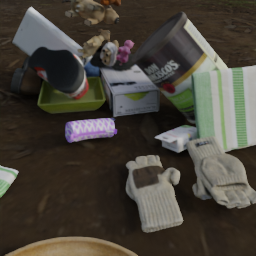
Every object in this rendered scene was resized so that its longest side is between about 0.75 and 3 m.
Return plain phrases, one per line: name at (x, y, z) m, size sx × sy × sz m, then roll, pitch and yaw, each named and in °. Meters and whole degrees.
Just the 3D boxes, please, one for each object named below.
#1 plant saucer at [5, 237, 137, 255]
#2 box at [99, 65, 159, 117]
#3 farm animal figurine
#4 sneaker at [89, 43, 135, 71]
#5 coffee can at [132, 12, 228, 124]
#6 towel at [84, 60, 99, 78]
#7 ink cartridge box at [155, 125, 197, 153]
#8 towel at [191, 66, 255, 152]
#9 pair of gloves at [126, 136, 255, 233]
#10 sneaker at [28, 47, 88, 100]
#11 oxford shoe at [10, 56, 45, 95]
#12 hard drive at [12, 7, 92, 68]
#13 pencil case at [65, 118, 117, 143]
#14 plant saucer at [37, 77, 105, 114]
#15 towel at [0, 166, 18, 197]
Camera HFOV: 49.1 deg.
plant saucer at (-0.753, 2.504, 2.815) m, size 2.961 × 0.524 × 2.961 m, roll 0°, pitch 31°, yaw 0°
box at (-0.047, -1.303, 8.903) m, size 1.422 × 0.733 × 2.438 m, roll -7°, pitch 32°, yaw -11°
farm animal figurine at (-0.755, -2.924, 8.295) m, size 1.762 × 2.182 × 1.097 m, roll -6°, pitch 23°, yaw 24°
sneaker at (-0.488, -2.359, 9.138) m, size 1.720 × 0.781 × 0.653 m, roll 6°, pitch 42°, yaw 11°
coffee can at (1.477, -1.484, 7.187) m, size 1.683 × 2.300 × 1.683 m, roll -41°, pitch 19°, yaw 17°
towel at (-1.313, -2.426, 10.911) m, size 1.362 × 0.592 × 2.439 m, roll 21°, pitch 36°, yaw 30°
ink cartridge box at (1.192, 0.269, 6.584) m, size 1.006 × 0.338 × 0.589 m, roll -19°, pitch 20°, yaw -28°
towel at (2.661, -0.444, 6.398) m, size 2.463 × 1.879 × 0.288 m, roll -9°, pitch 11°, yaw -11°
pair of gloves at (1.043, 0.984, 5.225) m, size 2.168 × 0.380 × 1.844 m, roll -16°, pitch 32°, yaw -7°
sneaker at (-1.556, -1.351, 7.773) m, size 2.969 × 1.591 × 0.991 m, roll 31°, pitch 87°, yaw 47°
oxford shoe at (-3.163, -1.749, 9.676) m, size 1.119 × 0.963 × 2.651 m, roll 12°, pitch 30°, yaw -14°
hard drive at (-2.502, -2.577, 9.189) m, size 2.298 × 1.516 × 0.302 m, roll 37°, pitch 44°, yaw -16°
pencil case at (-0.864, 0.061, 6.545) m, size 1.187 × 0.498 × 0.507 m, roll -8°, pitch 36°, yaw -30°
plant saucer at (-1.714, -0.987, 8.660) m, size 1.883 × 0.451 × 1.886 m, roll -5°, pitch 32°, yaw -8°
towel at (-3.376, 1.341, 4.990) m, size 1.789 × 0.274 × 2.345 m, roll 11°, pitch 33°, yaw 17°
